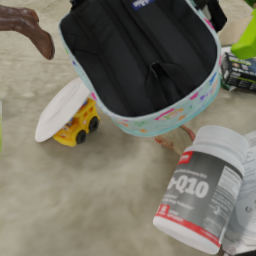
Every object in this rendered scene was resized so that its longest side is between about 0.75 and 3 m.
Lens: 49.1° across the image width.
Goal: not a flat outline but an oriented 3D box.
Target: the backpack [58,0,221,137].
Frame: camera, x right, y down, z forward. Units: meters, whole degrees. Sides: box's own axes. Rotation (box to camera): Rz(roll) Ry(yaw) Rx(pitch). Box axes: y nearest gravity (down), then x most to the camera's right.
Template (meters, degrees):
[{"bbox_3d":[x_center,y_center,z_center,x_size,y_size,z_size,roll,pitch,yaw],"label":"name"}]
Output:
[{"bbox_3d":[0.329,-1.302,5.488,2.578,2.186,2.903,-32,63,3],"label":"backpack"}]

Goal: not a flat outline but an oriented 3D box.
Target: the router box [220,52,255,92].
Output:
[{"bbox_3d":[4.265,-1.931,9.887,1.878,0.583,1.407,13,41,-2],"label":"router box"}]

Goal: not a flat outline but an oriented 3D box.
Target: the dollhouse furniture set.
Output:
[{"bbox_3d":[3.076,-1.416,5.237,2.606,1.707,1.308,30,2,-20],"label":"dollhouse furniture set"}]

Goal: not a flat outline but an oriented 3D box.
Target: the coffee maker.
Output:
[{"bbox_3d":[2.137,-3.057,7.292,1.052,1.095,0.738,-39,51,17],"label":"coffee maker"}]

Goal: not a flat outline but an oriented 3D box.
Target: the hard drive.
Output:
[{"bbox_3d":[2.734,1.204,5.769,1.925,0.521,2.755,-29,30,30],"label":"hard drive"}]

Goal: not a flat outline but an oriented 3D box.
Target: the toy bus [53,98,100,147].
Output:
[{"bbox_3d":[-1.481,-0.362,7.809,0.928,1.313,1.368,22,47,21],"label":"toy bus"}]

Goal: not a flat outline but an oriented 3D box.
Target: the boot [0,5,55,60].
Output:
[{"bbox_3d":[-2.783,-2.297,6.671,1.739,0.559,1.621,-17,71,-52],"label":"boot"}]

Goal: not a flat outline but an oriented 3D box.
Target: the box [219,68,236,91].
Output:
[{"bbox_3d":[3.518,-1.790,10.271,0.795,0.200,1.101,-27,48,-28],"label":"box"}]

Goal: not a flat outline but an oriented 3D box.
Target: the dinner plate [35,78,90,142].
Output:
[{"bbox_3d":[-1.804,-0.676,7.746,2.477,0.300,2.477,-35,29,22],"label":"dinner plate"}]

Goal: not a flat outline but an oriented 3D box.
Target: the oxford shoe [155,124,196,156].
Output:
[{"bbox_3d":[1.207,0.361,7.418,0.921,0.867,2.462,-15,34,-5],"label":"oxford shoe"}]

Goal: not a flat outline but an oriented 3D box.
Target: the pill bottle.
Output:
[{"bbox_3d":[1.506,1.147,5.568,1.272,1.272,2.234,20,68,21],"label":"pill bottle"}]

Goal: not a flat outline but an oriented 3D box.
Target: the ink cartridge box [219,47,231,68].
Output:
[{"bbox_3d":[3.758,-2.777,11.028,0.739,0.435,1.283,32,76,32],"label":"ink cartridge box"}]
